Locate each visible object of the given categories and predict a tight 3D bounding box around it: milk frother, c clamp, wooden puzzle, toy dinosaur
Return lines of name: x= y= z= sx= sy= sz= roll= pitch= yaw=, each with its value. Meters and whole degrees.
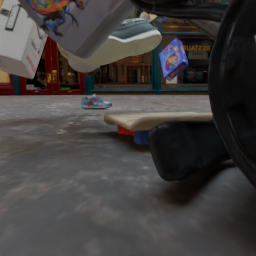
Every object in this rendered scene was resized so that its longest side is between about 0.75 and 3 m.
milk frother: x=1.467 y=-0.868 z=2.515 sx=2.561 sy=2.838 sz=2.670 roll=-3 pitch=0 yaw=32
c clamp: x=1.006 y=-1.945 z=4.022 sx=2.633 sy=0.357 sz=2.249 roll=48 pitch=3 yaw=25
wooden puzzle: x=0.776 y=-0.030 z=5.562 sx=2.149 sy=0.537 sz=2.321 roll=-2 pitch=4 yaw=-17
toy dinosaur: x=-0.867 y=-1.585 z=3.784 sx=0.423 sy=0.731 sz=0.806 roll=19 pitch=-15 yaw=6

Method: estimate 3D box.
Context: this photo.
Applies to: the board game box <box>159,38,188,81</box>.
board game box: x=1.487 y=-2.271 z=9.255 sx=0.275 sy=1.230 sz=0.827 roll=24 pitch=-46 yaw=-32

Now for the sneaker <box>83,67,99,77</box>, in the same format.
sneaker: x=-1.360 y=-2.248 z=8.493 sx=0.512 sy=1.355 sz=0.477 roll=-24 pitch=17 yaw=24

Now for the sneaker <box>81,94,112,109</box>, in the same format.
sneaker: x=-1.530 y=-1.274 z=13.537 sx=1.520 sy=0.726 sz=0.603 roll=0 pitch=8 yaw=1

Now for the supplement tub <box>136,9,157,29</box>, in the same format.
supplement tub: x=0.673 y=-3.718 z=9.805 sx=0.594 sy=0.969 sz=0.594 roll=-15 pitch=16 yaw=4

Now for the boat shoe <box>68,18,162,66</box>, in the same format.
boat shoe: x=-0.325 y=-1.892 z=5.947 sx=2.195 sy=0.678 sz=0.799 roll=-19 pitch=-20 yaw=-27

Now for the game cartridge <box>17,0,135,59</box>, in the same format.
game cartridge: x=-1.104 y=-2.436 z=4.595 sx=1.608 sy=2.412 sz=0.488 roll=-40 pitch=-2 yaw=29

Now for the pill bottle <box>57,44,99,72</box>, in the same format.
pill bottle: x=-1.176 y=-2.437 z=6.867 sx=1.302 sy=1.302 sz=2.339 roll=0 pitch=-25 yaw=-3

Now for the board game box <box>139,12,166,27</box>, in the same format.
board game box: x=0.582 y=-2.671 z=6.720 sx=0.184 sy=0.722 sz=1.066 roll=30 pitch=-23 yaw=-26

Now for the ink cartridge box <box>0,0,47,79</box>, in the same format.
ink cartridge box: x=-2.981 y=-2.773 z=8.033 sx=0.974 sy=2.312 sz=1.688 roll=15 pitch=-8 yaw=-7
